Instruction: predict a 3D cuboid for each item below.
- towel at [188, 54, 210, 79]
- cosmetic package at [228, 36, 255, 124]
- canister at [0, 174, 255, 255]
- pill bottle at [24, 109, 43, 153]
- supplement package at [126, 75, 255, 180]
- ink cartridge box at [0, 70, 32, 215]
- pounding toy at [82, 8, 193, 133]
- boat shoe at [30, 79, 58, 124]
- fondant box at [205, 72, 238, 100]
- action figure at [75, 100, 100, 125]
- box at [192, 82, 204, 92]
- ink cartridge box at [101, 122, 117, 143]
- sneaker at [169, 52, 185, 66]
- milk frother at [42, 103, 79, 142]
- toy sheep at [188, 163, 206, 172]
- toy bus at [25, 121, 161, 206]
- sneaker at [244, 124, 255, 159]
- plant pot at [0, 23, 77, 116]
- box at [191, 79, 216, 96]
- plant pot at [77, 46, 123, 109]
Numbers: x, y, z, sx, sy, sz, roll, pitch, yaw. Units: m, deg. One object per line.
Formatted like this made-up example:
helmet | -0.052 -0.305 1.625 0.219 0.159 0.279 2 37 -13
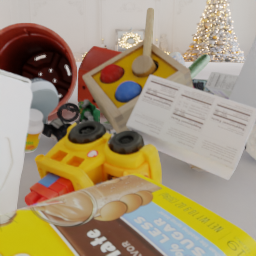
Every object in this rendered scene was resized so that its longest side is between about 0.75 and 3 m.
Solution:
towel | 2.136 -1.872 10.385 0.339 2.209 2.896 47 22 4
cosmetic package | 3.498 -0.709 5.779 2.160 2.153 1.328 0 51 -1
canister | -0.503 1.190 1.740 2.464 1.066 1.830 -11 19 -37
pill bottle | -1.868 0.049 5.299 0.448 0.806 0.448 19 36 -14
supplement package | 0.936 0.035 4.144 1.515 0.840 1.180 23 -9 22
ink cartridge box | -2.586 0.212 3.155 2.654 1.921 1.119 7 -2 22
pounding toy | 0.286 -1.102 5.967 2.161 1.537 1.990 -33 46 -7
boat shoe | -2.106 -0.687 5.969 0.820 1.052 2.319 -12 -14 -27
fondant box | 3.510 -1.059 8.406 1.374 0.555 1.905 23 1 -44
action figure | -0.929 -0.271 6.172 0.384 0.830 1.405 16 20 -23
box | 1.120 -0.639 7.796 1.766 1.167 1.013 -9 12 -27
ink cartridge box | -0.589 0.148 6.535 0.904 0.380 0.660 -15 21 -42
sneaker | 1.234 -1.900 9.532 0.728 0.734 2.027 -17 -2 -20
milk frother | -1.412 -0.100 6.232 0.832 0.922 0.867 33 -6 -37
toy sheep | 1.387 0.376 5.089 0.763 0.763 1.106 11 30 33
toy bus | -0.514 0.704 3.710 1.522 1.033 1.461 13 34 31
sneaker | 3.506 0.321 5.242 2.241 0.903 1.641 9 11 38
plant pot | -2.986 -1.765 9.459 2.787 2.787 2.711 -1 6 -4
box | 2.961 -1.285 10.457 0.283 0.970 1.417 -13 20 -37
plant pot | -0.736 -1.437 8.889 1.692 1.691 1.491 16 33 13
